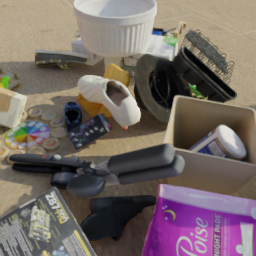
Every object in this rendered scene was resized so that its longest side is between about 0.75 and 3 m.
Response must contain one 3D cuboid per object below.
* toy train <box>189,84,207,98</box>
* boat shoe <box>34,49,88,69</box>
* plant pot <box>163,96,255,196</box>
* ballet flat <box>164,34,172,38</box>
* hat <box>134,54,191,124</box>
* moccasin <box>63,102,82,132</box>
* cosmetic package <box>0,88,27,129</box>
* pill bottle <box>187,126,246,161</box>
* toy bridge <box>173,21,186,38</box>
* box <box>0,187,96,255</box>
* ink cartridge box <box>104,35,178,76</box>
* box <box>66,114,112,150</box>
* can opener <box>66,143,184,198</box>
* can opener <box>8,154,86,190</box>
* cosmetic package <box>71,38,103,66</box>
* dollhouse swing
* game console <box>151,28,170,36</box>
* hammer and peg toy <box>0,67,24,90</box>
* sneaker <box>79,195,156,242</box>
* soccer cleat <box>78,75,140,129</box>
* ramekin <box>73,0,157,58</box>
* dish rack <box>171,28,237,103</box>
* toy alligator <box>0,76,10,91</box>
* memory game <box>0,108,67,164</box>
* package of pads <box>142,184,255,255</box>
[{"bbox_3d":[1.817,-1.294,8.751,1.546,0.323,0.436,23,5,20],"label":"toy train"},{"bbox_3d":[-2.416,-2.454,10.093,1.987,0.594,0.710,7,11,8],"label":"boat shoe"},{"bbox_3d":[1.592,0.529,5.801,1.682,1.491,1.684,11,41,10],"label":"plant pot"},{"bbox_3d":[1.642,-3.568,11.482,0.505,0.506,1.510,2,40,8],"label":"ballet flat"},{"bbox_3d":[0.815,-0.935,7.863,2.246,0.906,2.246,18,61,-34],"label":"hat"},{"bbox_3d":[-1.481,-0.372,7.703,0.541,0.458,1.344,-11,41,-13],"label":"moccasin"},{"bbox_3d":[-3.581,-0.665,7.220,1.633,0.859,0.580,17,11,-8],"label":"cosmetic package"},{"bbox_3d":[1.609,0.624,5.685,0.746,1.345,0.746,29,37,-24],"label":"pill bottle"},{"bbox_3d":[2.355,-4.519,12.641,0.199,0.492,1.465,16,42,17],"label":"toy bridge"},{"bbox_3d":[-1.286,2.117,4.098,1.600,0.487,1.985,-31,68,-19],"label":"box"},{"bbox_3d":[0.479,-2.601,9.964,2.284,0.960,1.667,12,41,14],"label":"ink cartridge box"},{"bbox_3d":[-0.912,0.079,6.722,0.906,0.481,0.554,-30,1,10],"label":"box"},{"bbox_3d":[-0.114,0.868,5.089,2.357,0.620,0.783,-20,35,35],"label":"can opener"},{"bbox_3d":[-1.775,0.821,6.157,1.883,0.597,0.740,10,27,13],"label":"can opener"},{"bbox_3d":[-1.527,-2.891,10.494,0.887,0.742,0.738,18,43,21],"label":"cosmetic package"},{"bbox_3d":[-0.719,-1.110,8.033,1.141,1.104,1.256,-18,42,-32],"label":"dollhouse swing"},{"bbox_3d":[0.964,-3.856,11.927,1.265,0.748,1.079,20,10,35],"label":"game console"},{"bbox_3d":[-4.258,-1.556,9.074,1.456,0.513,1.071,18,43,21],"label":"hammer and peg toy"},{"bbox_3d":[-0.193,1.686,5.179,1.554,0.467,0.810,2,74,-18],"label":"sneaker"},{"bbox_3d":[-0.548,-0.936,7.186,0.872,0.976,2.516,-34,48,-19],"label":"soccer cleat"},{"bbox_3d":[-0.408,-3.343,9.011,2.579,1.354,2.579,1,42,-1],"label":"ramekin"},{"bbox_3d":[2.454,-2.083,8.651,2.093,0.744,2.729,39,47,-12],"label":"dish rack"},{"bbox_3d":[-3.934,-0.658,8.006,0.533,0.582,1.963,39,67,-10],"label":"toy alligator"},{"bbox_3d":[-2.666,0.141,7.341,2.150,0.137,2.150,0,40,0],"label":"memory game"},{"bbox_3d":[1.664,1.943,4.166,2.880,1.090,1.735,9,55,10],"label":"package of pads"}]
